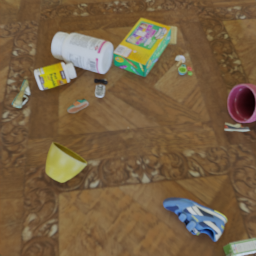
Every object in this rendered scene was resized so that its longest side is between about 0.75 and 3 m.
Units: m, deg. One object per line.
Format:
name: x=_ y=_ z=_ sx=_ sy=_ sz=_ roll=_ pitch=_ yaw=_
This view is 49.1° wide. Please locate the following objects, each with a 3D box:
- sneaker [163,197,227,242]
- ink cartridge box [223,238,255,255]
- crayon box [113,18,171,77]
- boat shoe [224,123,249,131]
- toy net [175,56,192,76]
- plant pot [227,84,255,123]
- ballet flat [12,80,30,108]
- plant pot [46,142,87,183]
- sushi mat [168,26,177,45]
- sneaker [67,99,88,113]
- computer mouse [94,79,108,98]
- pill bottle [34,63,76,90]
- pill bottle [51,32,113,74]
sneaker: x=2.182 y=3.045 z=9.477 sx=2.207 sy=0.816 sz=0.908 roll=20 pitch=62 yaw=13
ink cartridge box: x=3.497 y=3.907 z=9.008 sx=1.300 sy=0.675 sz=0.386 roll=-10 pitch=59 yaw=-6
crayon box: x=0.737 y=-4.005 z=13.736 sx=1.735 sy=0.851 sz=2.922 roll=25 pitch=62 yaw=17
boat shoe: x=4.311 y=-0.027 z=11.127 sx=0.984 sy=0.350 sz=0.308 roll=4 pitch=83 yaw=42
toy net: x=2.685 y=-3.099 z=13.575 sx=0.716 sy=0.264 sz=1.365 roll=-4 pitch=58 yaw=-2
plant pot: x=5.238 y=-1.050 z=11.651 sx=1.441 sy=1.610 sz=1.610 roll=-6 pitch=57 yaw=-21
ballet flat: x=-4.667 y=-1.489 z=12.505 sx=0.518 sy=0.518 sz=1.466 roll=10 pitch=58 yaw=6
plant pot: x=-2.411 y=1.362 z=10.292 sx=1.479 sy=1.479 sz=1.050 roll=32 pitch=88 yaw=18
sushi mat: x=2.221 y=-4.893 z=14.786 sx=0.667 sy=0.084 sz=1.393 roll=5 pitch=58 yaw=4
sneaker: x=-2.246 y=-0.977 z=12.246 sx=0.969 sy=0.346 sz=0.387 roll=-25 pitch=56 yaw=-20
computer mouse: x=-1.287 y=-1.771 z=12.776 sx=0.650 sy=0.260 sz=1.186 roll=5 pitch=53 yaw=-3
pill bottle: x=-3.295 y=-2.387 z=12.734 sx=1.720 sy=0.940 sz=0.940 roll=-19 pitch=60 yaw=-11
pill bottle: x=-2.147 y=-3.579 z=13.162 sx=2.602 sy=1.475 sz=1.475 roll=18 pitch=60 yaw=11
